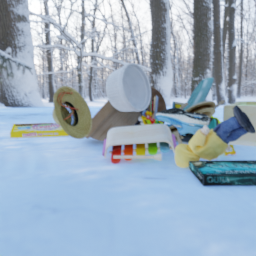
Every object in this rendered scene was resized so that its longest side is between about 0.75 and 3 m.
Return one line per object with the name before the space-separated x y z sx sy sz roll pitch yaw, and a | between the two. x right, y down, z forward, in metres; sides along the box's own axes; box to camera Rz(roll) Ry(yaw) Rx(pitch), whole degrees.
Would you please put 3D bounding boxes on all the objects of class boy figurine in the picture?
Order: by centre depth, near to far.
boy figurine | 2.003 0.352 6.771 1.253 0.649 2.016 26 -50 -36

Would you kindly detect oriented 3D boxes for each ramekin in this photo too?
ramekin | 0.762 0.453 8.717 1.041 0.546 1.041 -10 4 1
ramekin | -0.013 -1.234 8.992 0.807 1.538 1.538 -9 0 38

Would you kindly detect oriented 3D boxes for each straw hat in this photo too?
straw hat | -1.834 -0.374 8.257 0.685 1.618 1.618 -17 -3 30

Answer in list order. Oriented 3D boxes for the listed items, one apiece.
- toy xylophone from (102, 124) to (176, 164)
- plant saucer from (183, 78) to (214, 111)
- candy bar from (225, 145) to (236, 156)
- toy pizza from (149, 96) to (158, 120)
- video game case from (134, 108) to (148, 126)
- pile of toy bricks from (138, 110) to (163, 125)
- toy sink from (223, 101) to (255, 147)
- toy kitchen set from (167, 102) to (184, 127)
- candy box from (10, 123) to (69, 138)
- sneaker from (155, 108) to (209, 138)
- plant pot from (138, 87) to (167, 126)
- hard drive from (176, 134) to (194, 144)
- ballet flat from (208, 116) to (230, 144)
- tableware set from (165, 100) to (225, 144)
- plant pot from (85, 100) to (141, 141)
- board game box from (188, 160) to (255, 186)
toy xylophone | 0.267 0.482 7.687 2.138 0.537 1.566 0 36 11
plant saucer | 2.420 -0.958 10.221 0.288 2.098 2.098 30 8 0
candy bar | 3.246 0.689 9.000 0.359 0.160 1.441 -13 2 18
toy pizza | 1.002 -0.443 11.624 0.287 1.812 1.812 6 7 4
video game case | 0.355 -0.706 11.809 0.160 1.202 1.682 6 -35 -20
pile of toy bricks | 0.976 -0.045 9.727 0.699 1.416 0.786 1 45 31
toy sink | 5.045 -0.267 11.134 1.850 1.590 2.838 4 8 34
toy kitchen set | 1.922 -0.450 11.463 0.906 1.232 1.538 3 7 0
candy box | -3.992 0.087 12.799 2.498 0.330 1.277 -2 21 -15
sneaker | 1.331 -0.078 7.279 0.609 0.699 1.554 -19 27 -39
plant pot | 0.390 -0.781 14.646 2.415 2.258 2.258 -18 15 -31
hard drive | 2.457 0.381 11.151 1.861 0.306 1.299 6 9 42
ballet flat | 2.994 0.135 9.564 0.997 0.994 2.975 22 17 -3
tableware set | 1.883 -0.046 8.916 1.619 0.491 2.449 -6 -24 -27
plant pot | -0.420 -0.406 10.925 1.309 2.835 2.835 42 6 -3
board game box | 2.392 0.970 6.189 1.855 0.261 1.254 0 7 -1
